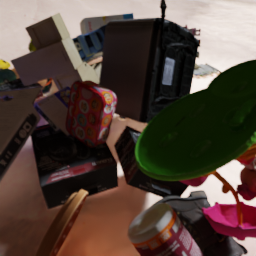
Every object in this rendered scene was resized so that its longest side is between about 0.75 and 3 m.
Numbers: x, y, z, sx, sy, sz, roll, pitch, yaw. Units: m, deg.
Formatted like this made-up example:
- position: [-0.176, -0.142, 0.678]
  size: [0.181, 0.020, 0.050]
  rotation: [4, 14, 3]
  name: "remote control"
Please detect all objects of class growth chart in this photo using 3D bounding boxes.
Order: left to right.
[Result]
- position: [2.779, -2.200, 10.731]
  size: [1.351, 0.120, 0.978]
  rotation: [-14, 41, -17]
  name: "growth chart"

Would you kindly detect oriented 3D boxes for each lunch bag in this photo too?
- position: [-0.889, -0.353, 6.094]
  size: [1.157, 1.313, 0.538]
  rotation: [30, 31, 28]
  name: "lunch bag"

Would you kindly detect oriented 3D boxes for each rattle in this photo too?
- position: [-2.588, -2.221, 10.060]
  size: [1.654, 1.507, 2.315]
  rotation: [4, 35, -47]
  name: "rattle"

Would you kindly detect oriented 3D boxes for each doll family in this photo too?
- position: [2.188, -3.000, 10.491]
  size: [0.969, 1.561, 0.704]
  rotation: [-1, 47, 7]
  name: "doll family"

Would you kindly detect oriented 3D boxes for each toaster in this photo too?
- position: [0.633, -1.516, 7.294]
  size: [1.635, 2.755, 2.491]
  rotation: [14, 11, 32]
  name: "toaster"

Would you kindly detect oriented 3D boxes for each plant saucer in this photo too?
- position: [-1.147, 1.728, 4.739]
  size: [0.243, 1.507, 1.507]
  rotation: [27, 43, 2]
  name: "plant saucer"

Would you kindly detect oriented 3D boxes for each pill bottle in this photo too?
- position: [0.695, 1.997, 4.374]
  size: [0.827, 0.827, 1.448]
  rotation: [-38, 96, -37]
  name: "pill bottle"

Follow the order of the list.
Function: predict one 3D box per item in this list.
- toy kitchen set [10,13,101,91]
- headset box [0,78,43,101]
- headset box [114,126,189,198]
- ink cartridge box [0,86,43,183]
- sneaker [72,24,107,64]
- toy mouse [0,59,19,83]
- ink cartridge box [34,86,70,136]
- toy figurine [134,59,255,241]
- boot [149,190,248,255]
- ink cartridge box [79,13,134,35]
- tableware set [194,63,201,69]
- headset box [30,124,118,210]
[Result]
- position: [-2.173, -2.273, 9.037]
  size: [1.978, 2.425, 2.188]
  rotation: [-11, 28, 24]
  name: "toy kitchen set"
- position: [-3.476, -1.230, 9.191]
  size: [1.246, 0.481, 0.927]
  rotation: [-29, 46, -28]
  name: "headset box"
- position: [0.488, 0.774, 5.955]
  size: [1.245, 0.646, 1.673]
  rotation: [25, 19, -24]
  name: "headset box"
- position: [-3.301, 0.082, 6.652]
  size: [2.413, 0.529, 2.436]
  rotation: [0, 51, 29]
  name: "ink cartridge box"
- position: [-1.262, -2.646, 9.074]
  size: [2.280, 0.843, 0.938]
  rotation: [-27, -8, 22]
  name: "sneaker"
- position: [-4.297, -2.188, 10.418]
  size: [1.987, 0.433, 2.236]
  rotation: [27, 46, 31]
  name: "toy mouse"
- position: [-1.511, -0.399, 6.863]
  size: [1.116, 0.242, 1.106]
  rotation: [45, 47, 6]
  name: "ink cartridge box"
- position: [1.821, 0.640, 4.725]
  size: [2.710, 2.494, 2.034]
  rotation: [-44, 27, -18]
  name: "toy figurine"
- position: [1.182, 1.965, 5.148]
  size: [1.677, 0.581, 1.460]
  rotation: [-12, 52, -17]
  name: "boot"
- position: [-0.814, -3.576, 11.005]
  size: [1.937, 1.426, 1.401]
  rotation: [-10, 14, -14]
  name: "ink cartridge box"
- position: [1.754, -2.563, 11.008]
  size: [1.625, 0.226, 1.946]
  rotation: [-18, 39, -18]
  name: "tableware set"
- position: [-1.275, 0.740, 6.500]
  size: [1.633, 0.847, 2.194]
  rotation: [-15, 42, -17]
  name: "headset box"
